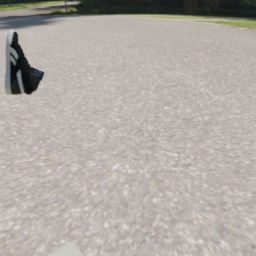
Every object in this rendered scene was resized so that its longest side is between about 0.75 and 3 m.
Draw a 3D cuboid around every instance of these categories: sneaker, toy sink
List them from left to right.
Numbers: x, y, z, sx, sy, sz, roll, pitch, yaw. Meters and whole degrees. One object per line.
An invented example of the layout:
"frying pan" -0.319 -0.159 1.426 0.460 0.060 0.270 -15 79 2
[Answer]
"sneaker" -3.047 -1.891 8.333 1.076 1.924 0.703 1 -6 -17
"toy sink" -1.473 3.168 5.439 1.503 0.842 0.979 -25 37 -29
